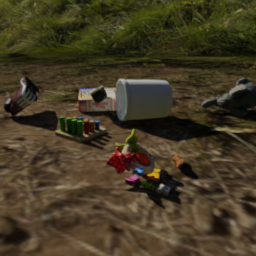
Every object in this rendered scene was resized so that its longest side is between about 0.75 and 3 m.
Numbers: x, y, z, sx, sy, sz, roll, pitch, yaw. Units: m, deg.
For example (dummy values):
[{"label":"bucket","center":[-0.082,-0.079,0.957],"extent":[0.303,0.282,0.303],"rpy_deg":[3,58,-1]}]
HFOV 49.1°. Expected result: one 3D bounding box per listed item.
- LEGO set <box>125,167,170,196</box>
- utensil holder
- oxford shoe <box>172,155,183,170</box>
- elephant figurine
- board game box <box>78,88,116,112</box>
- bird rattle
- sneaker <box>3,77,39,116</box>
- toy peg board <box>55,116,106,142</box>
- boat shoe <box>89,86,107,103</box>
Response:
[{"label":"LEGO set","center":[0.540,1.212,6.856],"extent":[1.150,0.438,0.472],"rpy_deg":[12,20,29]},{"label":"utensil holder","center":[0.637,-1.224,12.098],"extent":[2.065,1.755,1.755],"rpy_deg":[-4,19,-18]},{"label":"oxford shoe","center":[1.359,0.940,7.805],"extent":[0.287,0.287,0.805],"rpy_deg":[23,10,-1]},{"label":"elephant figurine","center":[4.989,-1.239,13.000],"extent":[2.334,1.811,1.652],"rpy_deg":[-23,71,-28]},{"label":"board game box","center":[-1.535,-1.527,14.664],"extent":[2.082,0.637,2.749],"rpy_deg":[-2,19,-7]},{"label":"bird rattle","center":[0.188,0.746,7.423],"extent":[1.238,0.855,1.518],"rpy_deg":[30,20,-8]},{"label":"sneaker","center":[-5.109,-1.438,13.098],"extent":[1.603,1.050,2.775],"rpy_deg":[-38,24,1]},{"label":"toy peg board","center":[-1.769,-0.115,10.412],"extent":[1.394,0.682,1.388],"rpy_deg":[13,23,34]},{"label":"boat shoe","center":[-1.374,-1.544,13.049],"extent":[0.737,0.631,2.014],"rpy_deg":[-33,12,3]}]
